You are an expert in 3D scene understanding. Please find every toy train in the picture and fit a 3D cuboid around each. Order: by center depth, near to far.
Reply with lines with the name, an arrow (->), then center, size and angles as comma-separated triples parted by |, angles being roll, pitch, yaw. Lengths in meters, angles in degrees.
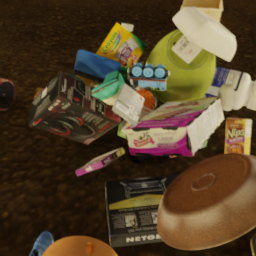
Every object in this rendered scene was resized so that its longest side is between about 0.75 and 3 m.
toy train -> 0.565, -1.429, 7.890 | 1.177, 0.672, 0.510 | 4, 31, 6

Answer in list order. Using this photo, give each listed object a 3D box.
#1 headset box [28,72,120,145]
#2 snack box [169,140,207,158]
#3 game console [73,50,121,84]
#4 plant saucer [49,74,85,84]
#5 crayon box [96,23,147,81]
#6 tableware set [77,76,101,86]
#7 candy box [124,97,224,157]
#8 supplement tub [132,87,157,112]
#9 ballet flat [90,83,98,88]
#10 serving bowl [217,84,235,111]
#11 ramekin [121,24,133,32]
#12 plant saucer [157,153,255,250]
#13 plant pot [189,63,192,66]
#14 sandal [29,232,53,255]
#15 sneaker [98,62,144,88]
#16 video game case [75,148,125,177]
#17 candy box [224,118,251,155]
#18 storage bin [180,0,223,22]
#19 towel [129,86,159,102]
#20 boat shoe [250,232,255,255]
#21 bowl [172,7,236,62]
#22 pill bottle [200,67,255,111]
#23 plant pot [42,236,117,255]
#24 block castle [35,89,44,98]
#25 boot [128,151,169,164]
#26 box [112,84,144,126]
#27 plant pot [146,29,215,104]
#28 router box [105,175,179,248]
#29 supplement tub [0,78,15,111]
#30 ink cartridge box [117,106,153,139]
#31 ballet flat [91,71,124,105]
headset box -> -1.617, -0.466, 9.244 | 2.580, 1.918, 0.968 | 24, 50, -37
snack box -> 1.728, 0.097, 10.442 | 1.481, 0.552, 2.083 | -16, 41, -16
game console -> -1.122, -2.172, 10.335 | 1.575, 0.932, 1.344 | 18, 9, -5
plant saucer -> -2.372, -1.358, 10.843 | 1.557, 1.557, 0.213 | -13, 31, -15
crayon box -> -0.285, -2.825, 10.405 | 1.397, 0.472, 1.619 | 33, 71, -11
tableware set -> -1.966, -1.660, 11.597 | 2.250, 1.516, 0.345 | 0, 3, -17
candy box -> 1.511, -0.114, 8.530 | 1.966, 0.879, 2.883 | -3, 18, 35
supplement tub -> 0.478, -1.023, 10.774 | 1.131, 1.131, 1.845 | -2, 6, -2
ballet flat -> -1.202, -1.987, 13.120 | 1.145, 0.388, 0.414 | -4, 14, -5
serving bowl -> 3.159, -0.992, 9.219 | 0.295, 0.898, 0.898 | -4, 39, -8
ramekin -> -0.070, -6.833, 19.069 | 0.828, 0.404, 0.828 | 7, 25, -3
plant saucer -> 1.804, 1.382, 6.243 | 2.975, 0.544, 2.975 | -32, 10, 7
plant pot -> 3.180, -3.178, 13.546 | 2.247, 1.804, 2.247 | 0, 38, 0
sandal -> -2.171, 3.060, 6.812 | 0.485, 0.531, 1.221 | 2, 37, 6
sneaker -> -0.292, -2.277, 12.105 | 2.175, 1.238, 0.821 | -13, 46, -5
video game case -> -0.789, 0.960, 7.931 | 1.140, 0.204, 1.033 | -25, 2, 38
candy box -> 3.619, 0.321, 9.268 | 0.358, 1.267, 0.739 | -3, 7, -36
storage bin -> 5.250, -8.496, 20.491 | 2.929, 1.382, 2.950 | 9, 40, 10
towel -> 0.621, -1.848, 12.901 | 1.242, 0.540, 2.225 | -7, 40, -7
boat shoe -> 3.406, 3.322, 6.381 | 0.803, 0.688, 2.195 | 1, 40, 1
bowl -> 2.457, -3.023, 8.737 | 1.883, 0.704, 1.886 | 18, 33, -27
pill bottle -> 4.257, -1.633, 11.809 | 2.622, 1.570, 1.570 | 19, 42, 20
plant pot -> -1.007, 3.305, 5.250 | 2.479, 2.479, 1.735 | 0, 21, 0
block castle -> -3.677, -1.257, 12.110 | 0.434, 0.618, 0.924 | -3, 38, 6
boot -> 0.679, 0.893, 9.558 | 1.225, 0.453, 1.004 | 23, 42, 36
box -> 0.023, -0.658, 7.776 | 0.780, 0.206, 1.000 | 35, 47, -20
plant pot -> 1.906, -2.294, 9.874 | 2.730, 2.730, 2.917 | 4, -2, 5
router box -> 0.538, 2.228, 7.777 | 2.258, 0.590, 1.775 | -4, 39, -5
supplement tub -> -6.242, -1.605, 11.954 | 2.524, 1.350, 1.350 | 13, 41, 15
ink cartridge box -> 0.318, -0.128, 9.837 | 0.839, 1.432, 0.482 | 23, 48, -18
ballet flat -> -0.478, -1.143, 8.516 | 0.763, 0.797, 2.266 | -21, 18, 16
